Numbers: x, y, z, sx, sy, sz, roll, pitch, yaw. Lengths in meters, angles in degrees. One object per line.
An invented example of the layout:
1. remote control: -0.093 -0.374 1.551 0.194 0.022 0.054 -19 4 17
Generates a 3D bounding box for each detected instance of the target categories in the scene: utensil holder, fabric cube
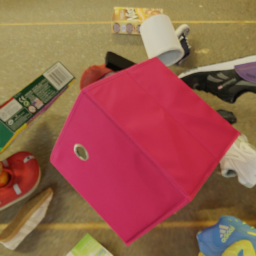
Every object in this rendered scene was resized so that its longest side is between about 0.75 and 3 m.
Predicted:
1. utensil holder: 1.159 -3.045 9.908 1.224 1.224 1.440 -13 75 -11
2. fabric cube: 0.301 0.473 6.370 2.659 2.617 2.667 46 45 10

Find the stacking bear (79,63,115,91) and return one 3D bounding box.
1. stacking bear: -0.093 -0.683 8.806 1.650 1.546 2.718 -33 74 -36

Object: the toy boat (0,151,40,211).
1. toy boat: -3.358 1.264 7.306 2.010 1.314 1.312 -28 54 -21

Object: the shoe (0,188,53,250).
1. shoe: -2.491 2.258 7.093 0.599 0.457 1.713 -5 34 41

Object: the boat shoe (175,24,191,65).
1. boat shoe: 2.288 -3.517 11.992 1.077 0.867 2.323 33 61 14

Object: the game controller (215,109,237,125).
1. game controller: 2.064 -0.286 8.339 2.122 0.447 1.107 -2 8 -3

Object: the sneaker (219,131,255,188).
1. sneaker: 2.902 0.734 7.977 0.965 1.231 2.477 21 20 -19

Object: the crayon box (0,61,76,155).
1. crayon box: -2.934 -0.422 7.849 0.777 2.299 2.665 46 44 -12

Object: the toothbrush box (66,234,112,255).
1. toothbrush box: -0.818 3.027 6.358 0.964 0.415 0.702 33 52 24

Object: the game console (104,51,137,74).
1. game console: -0.069 -1.314 7.443 1.125 0.230 1.907 20 40 -24

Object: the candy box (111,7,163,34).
1. candy box: 0.446 -5.117 13.398 2.383 0.659 1.376 4 50 3

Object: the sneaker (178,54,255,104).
1. sneaker: 2.783 -1.313 8.652 2.864 1.254 1.085 -7 -3 37

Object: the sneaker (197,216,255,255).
1. sneaker: 2.868 2.565 6.360 2.782 1.054 1.461 -8 49 -5
